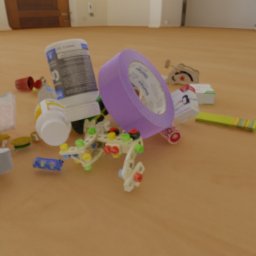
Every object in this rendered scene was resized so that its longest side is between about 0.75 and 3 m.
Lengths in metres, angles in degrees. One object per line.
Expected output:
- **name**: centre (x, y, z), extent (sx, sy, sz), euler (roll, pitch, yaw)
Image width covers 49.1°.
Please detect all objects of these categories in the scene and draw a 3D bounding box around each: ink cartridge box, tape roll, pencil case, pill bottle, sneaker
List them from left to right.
- **tape roll**: centre (-3.802, 0.941, 7.073), extent (1.611, 0.532, 1.611), euler (-8, 7, 1)
- **pencil case**: centre (-2.211, 0.988, 7.728), extent (0.813, 0.353, 0.317), euler (6, 10, 6)
- **pill bottle**: centre (-2.553, -0.180, 9.462), extent (1.115, 1.115, 2.008), euler (-8, 24, -17)
- **pill bottle**: centre (-1.674, -1.431, 8.773), extent (1.330, 2.338, 1.330), euler (-13, 4, 1)
- **sneaker**: centre (-0.986, -0.975, 10.400), extent (2.891, 1.128, 1.232), euler (-33, 33, -12)
- **tape roll**: centre (0.331, -1.082, 8.907), extent (0.901, 2.745, 2.745), euler (-29, 8, 34)
- **ink cartridge box**: centre (2.180, -0.938, 10.768), extent (0.486, 0.855, 1.173), euler (24, 51, -38)
- **ink cartridge box**: centre (3.435, -1.601, 13.161), extent (0.990, 0.570, 1.356), euler (2, 26, 3)

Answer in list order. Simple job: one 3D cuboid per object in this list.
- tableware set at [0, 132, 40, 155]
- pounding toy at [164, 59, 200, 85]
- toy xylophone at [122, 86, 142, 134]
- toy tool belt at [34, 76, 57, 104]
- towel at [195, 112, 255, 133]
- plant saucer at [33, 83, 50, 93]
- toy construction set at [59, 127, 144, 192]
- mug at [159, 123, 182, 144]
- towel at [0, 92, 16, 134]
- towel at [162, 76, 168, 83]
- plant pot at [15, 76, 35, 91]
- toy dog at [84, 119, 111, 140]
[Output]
- **tableware set**: centre (-3.955, 0.519, 9.042), extent (2.153, 0.330, 1.451), euler (-13, 20, -20)
- **pounding toy**: centre (2.778, -2.746, 15.077), extent (2.096, 1.199, 1.202), euler (27, 31, 10)
- **toy xylophone**: centre (0.148, -0.598, 9.372), extent (0.459, 1.338, 1.828), euler (8, 60, 0)
- **toy tool belt**: centre (-3.103, -1.217, 11.594), extent (1.117, 1.135, 1.818), euler (22, 24, -53)
- **towel**: centre (3.774, -0.246, 10.831), extent (2.199, 0.199, 0.946), euler (12, 23, 26)
- **plant saucer**: centre (-4.309, -1.980, 14.007), extent (0.862, 0.209, 0.862), euler (-21, 24, -10)
- **toy construction set**: centre (-0.508, 0.678, 7.590), extent (2.455, 1.131, 1.610), euler (21, 37, 32)
- **mug**: centre (1.497, 0.088, 9.628), extent (0.814, 0.612, 0.917), euler (-10, 30, -16)
- **towel**: centre (-4.828, -0.343, 9.536), extent (1.971, 0.318, 1.882), euler (-18, 47, -5)
- **towel**: centre (1.081, -2.844, 15.982), extent (2.264, 0.390, 1.500), euler (21, 33, 36)
- **plant pot**: centre (-5.342, -2.254, 14.419), extent (0.754, 0.775, 0.775), euler (-3, 25, 11)
- **toy dog**: centre (-0.846, 0.198, 9.141), extent (1.043, 1.012, 0.728), euler (11, -12, -32)
